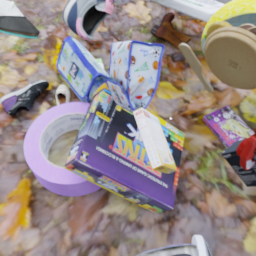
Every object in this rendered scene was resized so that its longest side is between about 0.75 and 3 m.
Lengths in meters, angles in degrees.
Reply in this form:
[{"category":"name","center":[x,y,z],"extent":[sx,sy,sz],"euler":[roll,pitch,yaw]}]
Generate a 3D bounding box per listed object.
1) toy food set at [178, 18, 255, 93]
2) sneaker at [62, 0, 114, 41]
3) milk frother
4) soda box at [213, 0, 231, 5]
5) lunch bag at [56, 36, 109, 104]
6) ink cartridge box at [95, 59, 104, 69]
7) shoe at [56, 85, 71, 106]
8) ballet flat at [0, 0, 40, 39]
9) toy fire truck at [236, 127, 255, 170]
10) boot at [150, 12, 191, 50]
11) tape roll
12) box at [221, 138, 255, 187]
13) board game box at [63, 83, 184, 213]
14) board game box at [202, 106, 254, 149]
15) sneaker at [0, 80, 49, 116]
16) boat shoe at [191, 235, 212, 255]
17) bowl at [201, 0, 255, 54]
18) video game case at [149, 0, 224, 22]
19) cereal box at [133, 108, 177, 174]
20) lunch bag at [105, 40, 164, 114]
[{"category":"toy food set","center":[2.319,-1.529,5.909],"extent":[0.488,1.679,2.432],"euler":[-46,22,-19]},{"category":"sneaker","center":[-0.478,-3.064,6.207],"extent":[0.866,2.469,1.013],"euler":[-1,46,-51]},{"category":"milk frother","center":[1.533,3.372,5.154],"extent":[2.440,2.202,2.295],"euler":[5,53,-24]},{"category":"soda box","center":[3.299,-5.694,12.125],"extent":[2.204,0.702,0.751],"euler":[2,55,1]},{"category":"lunch bag","center":[-1.261,-1.583,8.380],"extent":[1.201,1.884,1.602],"euler":[-34,72,-15]},{"category":"ink cartridge box","center":[-1.259,-2.090,9.839],"extent":[0.755,0.317,0.549],"euler":[-11,56,-6]},{"category":"shoe","center":[-2.086,-0.942,9.025],"extent":[0.456,0.348,1.305],"euler":[-9,56,-6]},{"category":"ballet flat","center":[-2.755,-2.317,5.885],"extent":[2.043,0.699,0.694],"euler":[13,22,22]},{"category":"toy fire truck","center":[2.219,0.180,4.441],"extent":[1.073,0.901,0.602],"euler":[-29,42,-10]},{"category":"boot","center":[1.843,-3.830,10.956],"extent":[1.461,0.500,1.376],"euler":[35,62,21]},{"category":"tape roll","center":[-1.459,0.524,7.713],"extent":[2.559,0.839,2.559],"euler":[0,56,1]},{"category":"box","center":[2.697,0.676,5.760],"extent":[0.533,1.351,0.954],"euler":[-39,88,-17]},{"category":"board game box","center":[0.076,0.516,6.918],"extent":[2.703,0.766,2.234],"euler":[31,53,-22]},{"category":"board game box","center":[3.111,0.100,8.387],"extent":[0.972,0.262,1.620],"euler":[-26,59,-12]},{"category":"sneaker","center":[-3.176,-0.914,8.981],"extent":[1.611,0.610,0.705],"euler":[-32,81,-21]},{"category":"boat shoe","center":[1.840,3.294,5.854],"extent":[0.689,0.729,2.032],"euler":[-5,58,-6]},{"category":"bowl","center":[2.794,-2.490,6.776],"extent":[1.984,1.984,1.068],"euler":[6,70,4]},{"category":"video game case","center":[1.865,-4.350,9.513],"extent":[2.720,0.322,2.476],"euler":[29,38,17]},{"category":"cereal box","center":[0.430,0.216,4.420],"extent":[0.192,0.700,0.973],"euler":[-27,65,20]},{"category":"lunch bag","center":[0.053,-0.982,5.452],"extent":[0.812,1.311,1.115],"euler":[1,14,-21]}]
